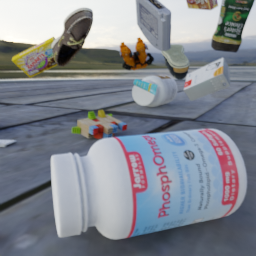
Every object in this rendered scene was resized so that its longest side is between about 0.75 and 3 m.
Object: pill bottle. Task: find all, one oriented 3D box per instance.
[{"bbox_3d":[1.378,-1.911,14.523,1.578,1.578,2.760,7,14,29],"label":"pill bottle"},{"bbox_3d":[0.218,0.691,3.570,2.252,1.225,1.225,-5,13,-19],"label":"pill bottle"}]

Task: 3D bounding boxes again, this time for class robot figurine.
[{"bbox_3d":[0.254,-2.340,9.142,1.103,0.443,1.521,-13,-13,8],"label":"robot figurine"}]

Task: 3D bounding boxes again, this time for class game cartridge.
[{"bbox_3d":[0.862,-3.686,9.759,0.459,1.495,2.246,-17,48,-14],"label":"game cartridge"}]

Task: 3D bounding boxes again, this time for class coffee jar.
[{"bbox_3d":[2.906,-2.946,7.879,0.830,1.591,0.679,4,31,-5],"label":"coffee jar"}]

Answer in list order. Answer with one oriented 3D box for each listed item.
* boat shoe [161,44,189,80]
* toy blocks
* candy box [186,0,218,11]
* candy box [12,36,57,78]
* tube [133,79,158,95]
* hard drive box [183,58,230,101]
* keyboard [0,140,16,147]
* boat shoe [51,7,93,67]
[{"bbox_3d":[2.046,-2.961,12.225,1.039,0.867,2.786,-7,36,1],"label":"boat shoe"},{"bbox_3d":[-0.738,0.014,8.201,1.484,0.742,1.015,-14,29,-42],"label":"toy blocks"},{"bbox_3d":[2.438,-4.432,9.480,0.362,0.749,1.283,-32,34,-8],"label":"candy box"},{"bbox_3d":[-3.625,-2.897,11.661,2.183,1.116,0.288,-19,47,21],"label":"candy box"},{"bbox_3d":[0.538,-1.272,8.535,0.832,0.322,0.210,27,29,33],"label":"tube"},{"bbox_3d":[1.642,-0.997,5.824,0.855,0.328,0.666,-23,30,34],"label":"hard drive box"},{"bbox_3d":[-4.176,0.386,7.568,2.121,0.113,0.597,1,12,3],"label":"keyboard"},{"bbox_3d":[-1.875,-2.989,9.473,0.938,0.777,2.611,1,-19,-36],"label":"boat shoe"}]
